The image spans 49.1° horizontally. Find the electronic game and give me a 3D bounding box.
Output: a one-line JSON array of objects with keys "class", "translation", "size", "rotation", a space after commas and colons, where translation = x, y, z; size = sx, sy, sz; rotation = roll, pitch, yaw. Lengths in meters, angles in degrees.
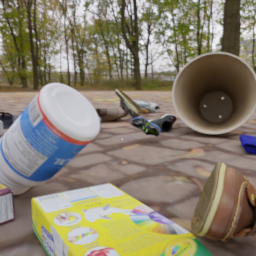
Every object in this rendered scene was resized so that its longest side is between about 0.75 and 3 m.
[{"class": "electronic game", "translation": [-2.225, -0.229, 8.955], "size": [2.726, 0.567, 2.726], "rotation": [2, 14, 0]}]

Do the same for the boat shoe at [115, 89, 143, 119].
[{"class": "boat shoe", "translation": [-0.100, -1.056, 12.390], "size": [0.652, 0.578, 1.782], "rotation": [17, 26, -53]}]

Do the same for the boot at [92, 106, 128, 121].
[{"class": "boot", "translation": [-1.080, -0.595, 12.509], "size": [1.505, 0.723, 2.058], "rotation": [4, -1, -42]}]

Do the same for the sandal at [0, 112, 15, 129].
[{"class": "sandal", "translation": [-4.946, -0.369, 11.358], "size": [0.876, 0.493, 2.304], "rotation": [-4, 10, -24]}]

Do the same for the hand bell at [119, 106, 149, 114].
[{"class": "hand bell", "translation": [0.389, -0.960, 14.953], "size": [1.580, 0.823, 0.823], "rotation": [10, 6, -20]}]

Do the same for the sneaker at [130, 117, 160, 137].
[{"class": "sneaker", "translation": [0.505, -0.017, 7.956], "size": [0.914, 0.324, 0.379], "rotation": [24, 26, -6]}]

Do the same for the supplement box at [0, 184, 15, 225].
[{"class": "supplement box", "translation": [-1.897, 1.003, 3.427], "size": [0.527, 0.415, 0.805], "rotation": [8, 13, 40]}]

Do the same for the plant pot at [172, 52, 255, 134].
[{"class": "plant pot", "translation": [3.120, -0.954, 10.033], "size": [2.612, 2.612, 2.789], "rotation": [3, -5, 20]}]

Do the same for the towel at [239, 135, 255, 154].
[{"class": "towel", "translation": [3.334, 0.463, 7.178], "size": [0.885, 0.297, 1.198], "rotation": [10, 12, 16]}]

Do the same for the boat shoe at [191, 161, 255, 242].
[{"class": "boat shoe", "translation": [1.150, 0.806, 3.030], "size": [0.665, 0.709, 1.969], "rotation": [23, 2, 22]}]

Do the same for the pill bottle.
[{"class": "pill bottle", "translation": [-1.265, 0.242, 4.023], "size": [1.685, 0.946, 0.946], "rotation": [-41, -11, 27]}]

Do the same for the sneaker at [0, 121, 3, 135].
[{"class": "sneaker", "translation": [-4.772, 0.006, 8.313], "size": [1.189, 0.742, 2.017], "rotation": [6, 0, 3]}]

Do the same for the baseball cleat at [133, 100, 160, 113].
[{"class": "baseball cleat", "translation": [0.881, -1.172, 15.517], "size": [2.042, 0.712, 1.087], "rotation": [-7, 12, -33]}]

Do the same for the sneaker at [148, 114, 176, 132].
[{"class": "sneaker", "translation": [1.429, -0.142, 10.112], "size": [1.481, 0.524, 0.734], "rotation": [-15, 19, -39]}]

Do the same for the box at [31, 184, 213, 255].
[{"class": "box", "translation": [-0.184, 1.101, 2.802], "size": [1.094, 0.451, 1.865], "rotation": [-4, 8, -32]}]
